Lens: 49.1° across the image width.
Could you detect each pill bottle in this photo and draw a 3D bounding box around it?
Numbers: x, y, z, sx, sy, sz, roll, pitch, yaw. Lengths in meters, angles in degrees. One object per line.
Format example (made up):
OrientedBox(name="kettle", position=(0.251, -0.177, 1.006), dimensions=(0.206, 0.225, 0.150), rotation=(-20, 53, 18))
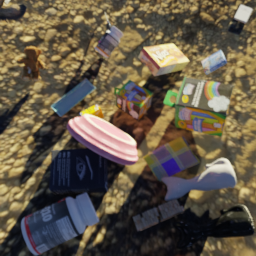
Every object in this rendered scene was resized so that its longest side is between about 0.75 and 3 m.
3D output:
OrientedBox(name="pill bottle", position=(-0.812, -3.685, 12.038), dimensions=(0.723, 0.723, 1.242), rotation=(40, 97, 15))
OrientedBox(name="pill bottle", position=(-2.183, 3.055, 9.157), dimensions=(2.206, 1.256, 1.256), rotation=(-24, 70, -10))

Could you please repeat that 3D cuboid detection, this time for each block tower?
OrientedBox(name="block tower", position=(1.035, 2.995, 9.655), dimensions=(1.717, 0.464, 0.496), rotation=(-20, 62, -5))

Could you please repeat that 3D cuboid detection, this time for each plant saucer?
OrientedBox(name="plant saucer", position=(-0.746, 0.302, 9.401), dimensions=(2.616, 2.616, 0.663), rotation=(32, 97, 12))
OrientedBox(name="plant saucer", position=(-2.231, -1.226, 11.501), dimensions=(1.888, 0.179, 0.660), rotation=(-42, 73, -13))

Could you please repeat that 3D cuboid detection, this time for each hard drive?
OrientedBox(name="hard drive", position=(5.446, -5.391, 13.268), dimensions=(0.594, 0.120, 0.901), rotation=(26, 70, 10))

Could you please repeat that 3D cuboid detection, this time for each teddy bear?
OrientedBox(name="teddy bear", position=(-3.955, -2.591, 11.441), dimensions=(1.095, 1.510, 0.504), rotation=(-12, 35, -9))

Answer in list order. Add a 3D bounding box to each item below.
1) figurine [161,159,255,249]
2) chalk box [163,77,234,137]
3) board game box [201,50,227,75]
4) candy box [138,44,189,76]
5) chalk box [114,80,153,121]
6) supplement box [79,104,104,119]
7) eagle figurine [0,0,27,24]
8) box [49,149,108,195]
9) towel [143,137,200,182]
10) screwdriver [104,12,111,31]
OrientedBox(name="figurine", position=(2.555, 2.584, 9.556), dimensions=(2.516, 1.110, 2.579), rotation=(-15, 68, 5))
OrientedBox(name="chalk box", position=(2.546, -0.836, 10.527), dimensions=(2.337, 1.448, 1.459), rotation=(14, 59, 18))
OrientedBox(name="board game box", position=(3.453, -2.652, 11.317), dimensions=(0.887, 0.192, 0.883), rotation=(-29, 33, 25))
OrientedBox(name="candy box", position=(1.494, -2.834, 11.558), dimensions=(1.955, 0.541, 1.128), rotation=(-21, 65, -40))
OrientedBox(name="chalk box", position=(0.090, -1.176, 11.031), dimensions=(1.475, 0.921, 0.914), rotation=(34, 62, 15))
OrientedBox(name="supplement box", position=(-1.438, -0.493, 11.045), dimensions=(0.820, 0.449, 0.446), rotation=(-29, 36, -11))
OrientedBox(name="eagle figurine", position=(-5.090, -5.003, 11.441), dimensions=(1.613, 1.224, 1.217), rotation=(3, 91, 41))
OrientedBox(name="box", position=(-1.708, 1.561, 9.983), dimensions=(1.948, 1.016, 1.442), rotation=(-1, 67, -1))
OrientedBox(name="towel", position=(1.520, 1.125, 9.945), dimensions=(1.706, 0.194, 1.225), rotation=(-28, 105, 16))
OrientedBox(name="screwdriver", position=(-0.926, -4.909, 12.793), dimensions=(0.223, 0.214, 1.531), rotation=(-5, 50, -4))
